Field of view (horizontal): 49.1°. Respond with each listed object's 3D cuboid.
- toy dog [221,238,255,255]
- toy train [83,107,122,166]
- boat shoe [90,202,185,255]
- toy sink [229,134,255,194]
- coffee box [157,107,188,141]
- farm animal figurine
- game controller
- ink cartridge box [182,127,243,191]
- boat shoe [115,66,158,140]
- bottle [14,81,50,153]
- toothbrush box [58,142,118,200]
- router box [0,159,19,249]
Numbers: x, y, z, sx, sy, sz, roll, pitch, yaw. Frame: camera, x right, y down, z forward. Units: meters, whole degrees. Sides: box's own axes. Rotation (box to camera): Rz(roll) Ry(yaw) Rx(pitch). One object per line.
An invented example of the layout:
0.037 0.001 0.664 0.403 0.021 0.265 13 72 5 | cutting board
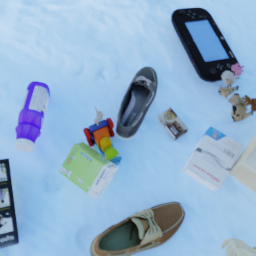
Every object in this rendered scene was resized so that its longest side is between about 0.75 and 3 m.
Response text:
2.498 3.284 6.287 1.295 0.932 1.336 13 84 47 | toy dog
-0.611 0.339 7.362 0.826 1.951 1.129 -25 72 -10 | toy train
0.317 2.530 6.825 2.563 0.947 0.970 -22 63 -21 | boat shoe
4.315 0.603 7.491 1.766 1.518 2.709 37 77 14 | toy sink
1.323 -0.119 8.378 0.494 0.349 0.874 -33 68 -8 | coffee box
3.116 -0.977 8.246 0.764 1.227 1.519 -23 75 -9 | farm animal figurine
2.545 -2.823 9.287 1.553 0.627 2.978 -16 70 -11 | game controller
2.339 0.865 7.825 1.041 0.606 1.440 33 72 8 | ink cartridge box
0.320 -0.899 8.510 0.885 0.754 2.647 19 69 8 | boat shoe
-2.716 -0.324 7.929 0.680 0.870 2.082 9 55 -10 | bottle
-1.071 1.130 7.574 1.290 0.555 0.939 33 103 15 | toothbrush box
-4.230 2.003 6.557 2.900 0.740 2.163 -5 74 -29 | router box
